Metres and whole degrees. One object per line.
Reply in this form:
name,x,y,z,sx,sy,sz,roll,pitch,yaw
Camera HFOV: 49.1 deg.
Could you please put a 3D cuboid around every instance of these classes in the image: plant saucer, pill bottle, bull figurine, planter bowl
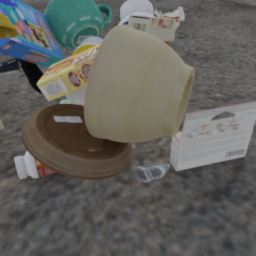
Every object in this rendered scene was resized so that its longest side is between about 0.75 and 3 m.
plant saucer,-0.991,0.149,5.978,2.392,0.352,2.392,16,31,-10
pill bottle,-2.468,0.975,8.229,1.531,0.859,0.859,-15,39,-20
bull figurine,1.407,-3.829,10.566,0.598,1.838,1.116,-34,71,-33
planter bowl,-2.932,-2.311,6.222,0.920,0.383,0.920,-3,0,0
planter bowl,0.370,-0.670,5.331,1.499,2.227,2.227,17,40,16
pill bottle,-1.166,-1.819,8.875,1.369,1.369,2.445,0,48,0
pill bottle,0.386,-2.823,9.146,1.474,1.474,2.463,-4,76,-5

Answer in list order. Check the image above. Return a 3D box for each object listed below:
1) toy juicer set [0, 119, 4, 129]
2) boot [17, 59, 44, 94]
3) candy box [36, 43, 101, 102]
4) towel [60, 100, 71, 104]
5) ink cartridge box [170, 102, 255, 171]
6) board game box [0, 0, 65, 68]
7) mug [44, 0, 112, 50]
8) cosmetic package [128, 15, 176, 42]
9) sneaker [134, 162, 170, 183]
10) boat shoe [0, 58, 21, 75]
toy juicer set,-4.214,-1.168,6.822,0.802,2.947,1.875,-21,69,0
boot,-3.276,-2.077,9.423,0.629,1.393,1.700,-35,74,-17
candy box,-0.994,-1.337,6.276,1.883,0.521,1.087,-18,32,16
towel,-1.984,-0.631,10.802,1.521,0.366,1.302,1,36,1
ink cartridge box,2.521,0.151,8.258,2.430,2.141,0.543,-10,38,-13
board game box,-3.135,-2.913,8.382,0.575,1.944,2.556,-30,-10,19
mug,-1.646,-3.777,9.881,2.240,1.841,1.385,-32,73,6
cosmetic package,0.623,-2.506,7.090,0.680,0.574,1.316,18,25,28
sneaker,0.460,0.848,5.452,0.359,0.327,0.876,-23,6,-38
boat shoe,-4.524,-1.986,9.353,1.876,0.580,0.702,-21,20,-37
